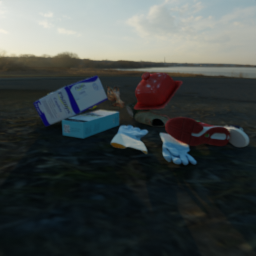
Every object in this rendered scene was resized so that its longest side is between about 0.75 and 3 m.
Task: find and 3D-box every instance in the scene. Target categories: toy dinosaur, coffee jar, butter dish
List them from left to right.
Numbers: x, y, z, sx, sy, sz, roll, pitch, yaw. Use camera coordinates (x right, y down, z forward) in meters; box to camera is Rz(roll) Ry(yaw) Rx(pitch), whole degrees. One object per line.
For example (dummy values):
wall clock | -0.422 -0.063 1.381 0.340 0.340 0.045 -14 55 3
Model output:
toy dinosaur | -0.767 -1.579 14.436 0.694 1.095 1.616 -7 19 -20
coffee jar | 0.623 -1.025 13.507 1.330 0.568 0.694 -24 43 -19
butter dish | 1.027 -1.738 11.788 1.814 1.341 1.809 3 46 49

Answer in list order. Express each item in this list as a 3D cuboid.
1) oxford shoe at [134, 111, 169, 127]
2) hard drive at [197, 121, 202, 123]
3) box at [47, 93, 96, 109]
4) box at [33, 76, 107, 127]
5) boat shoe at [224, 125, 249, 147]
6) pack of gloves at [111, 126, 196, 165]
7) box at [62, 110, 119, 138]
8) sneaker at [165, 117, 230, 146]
oxford shoe | 0.924 -0.362 11.711 1.567 0.552 0.586 6 18 26
hard drive | 2.503 -0.200 11.670 0.931 0.176 0.650 -4 9 -18
box | -3.208 -1.562 16.046 2.642 0.849 0.926 2 14 7
box | -2.328 -1.104 11.523 2.144 1.125 1.971 -18 11 34
boat shoe | 3.596 0.191 9.225 0.742 0.597 1.599 -12 15 -15
pack of gloves | 0.724 0.598 8.225 2.262 0.531 2.693 16 13 2
box | -1.375 -0.199 10.891 0.998 0.596 2.426 8 15 29
sneaker | 2.090 0.141 9.244 2.167 0.849 1.252 15 1 -13
